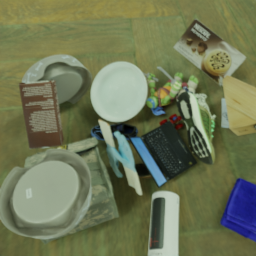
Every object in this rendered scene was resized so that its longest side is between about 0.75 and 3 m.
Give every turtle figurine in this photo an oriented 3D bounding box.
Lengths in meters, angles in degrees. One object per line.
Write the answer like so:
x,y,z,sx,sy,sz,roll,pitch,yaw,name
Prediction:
1.439,-1.712,10.163,2.111,1.566,2.177,-25,93,-34,turtle figurine

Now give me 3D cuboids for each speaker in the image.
0.965,2.748,7.515,0.785,0.785,1.933,6,54,4,speaker

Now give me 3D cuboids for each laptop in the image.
1.088,0.695,8.323,1.844,0.952,1.634,-27,78,-19,laptop

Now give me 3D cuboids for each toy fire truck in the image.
1.467,-0.145,9.552,0.919,0.772,0.516,-30,81,6,toy fire truck

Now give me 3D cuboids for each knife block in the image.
4.516,-0.696,9.118,2.408,0.878,2.744,-16,63,33,knife block

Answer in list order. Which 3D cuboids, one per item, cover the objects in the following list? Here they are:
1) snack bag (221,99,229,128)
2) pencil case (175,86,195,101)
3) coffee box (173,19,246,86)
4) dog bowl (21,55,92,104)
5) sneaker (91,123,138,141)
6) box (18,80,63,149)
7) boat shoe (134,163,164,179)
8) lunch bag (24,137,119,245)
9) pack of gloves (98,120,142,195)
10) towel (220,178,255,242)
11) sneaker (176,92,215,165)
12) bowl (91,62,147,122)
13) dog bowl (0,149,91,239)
4.048,-0.472,10.296,1.227,0.139,1.301,8,61,5,snack bag
2.195,-0.644,9.801,0.716,0.623,1.600,-23,82,31,pencil case
3.090,-2.863,10.714,2.365,1.337,0.944,43,21,9,coffee box
-2.500,-1.503,9.678,2.453,2.453,0.719,-27,69,-18,dog bowl
-0.478,0.079,9.578,1.627,0.634,0.570,1,62,0,sneaker
-2.546,-0.411,8.355,0.971,1.939,0.727,-5,13,-6,box
0.613,1.406,8.765,1.225,0.452,0.463,1,53,-9,boat shoe
-1.714,1.471,8.078,2.234,1.601,2.724,-17,48,-8,lunch bag
-0.376,0.882,8.101,0.388,1.967,1.653,-26,27,-25,pack of gloves
3.955,2.513,7.935,2.257,0.559,1.667,25,59,17,towel
2.495,-0.064,9.061,1.102,0.956,2.487,-15,88,-22,sneaker
-0.189,-1.209,10.065,2.145,0.964,2.145,-2,84,23,bowl
-1.888,1.577,6.678,2.206,0.647,2.206,-6,50,7,dog bowl
